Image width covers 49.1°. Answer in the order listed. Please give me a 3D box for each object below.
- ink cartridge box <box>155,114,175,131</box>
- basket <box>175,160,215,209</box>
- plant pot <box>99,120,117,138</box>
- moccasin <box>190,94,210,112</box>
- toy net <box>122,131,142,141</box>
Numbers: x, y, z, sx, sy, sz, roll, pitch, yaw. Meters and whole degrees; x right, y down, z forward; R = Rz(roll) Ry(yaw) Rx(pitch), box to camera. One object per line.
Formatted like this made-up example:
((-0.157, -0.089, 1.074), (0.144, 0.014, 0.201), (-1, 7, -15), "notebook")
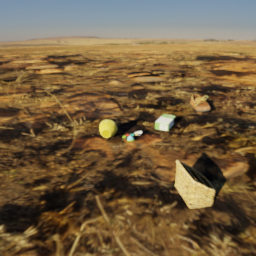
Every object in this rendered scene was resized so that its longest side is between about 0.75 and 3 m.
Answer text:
((1.950, -0.288, 14.591), (0.703, 0.401, 1.354), (9, 24, 22), "ink cartridge box")
((2.150, 1.707, 8.834), (0.980, 1.023, 1.373), (-4, 21, -11), "basket")
((-0.970, 0.133, 13.041), (0.850, 0.850, 0.603), (2, 29, 6), "plant pot")
((4.400, -1.562, 17.060), (0.829, 0.875, 2.266), (-4, 22, 1), "moccasin")
((0.246, 0.383, 13.249), (0.575, 0.212, 1.096), (-1, 14, 41), "toy net")
